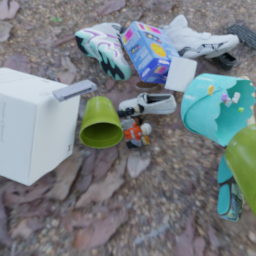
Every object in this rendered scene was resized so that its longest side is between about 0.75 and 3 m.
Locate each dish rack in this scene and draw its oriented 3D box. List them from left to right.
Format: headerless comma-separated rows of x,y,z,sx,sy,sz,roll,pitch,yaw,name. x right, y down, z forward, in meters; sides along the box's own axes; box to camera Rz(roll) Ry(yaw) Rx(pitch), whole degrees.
4.006,-3.291,10.715,2.452,0.669,1.880,-32,63,-16,dish rack

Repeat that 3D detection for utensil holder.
1.424,-1.402,7.519,0.712,0.712,0.838,14,100,9,utensil holder

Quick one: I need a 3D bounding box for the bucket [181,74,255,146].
2.308,-0.519,7.275,1.815,1.815,1.181,-39,40,-22,bucket

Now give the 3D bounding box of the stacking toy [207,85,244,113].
2.163,-0.622,6.158,0.646,0.857,0.201,26,87,37,stacking toy

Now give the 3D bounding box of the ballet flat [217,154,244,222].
2.814,1.594,7.590,0.747,0.747,2.011,14,54,9,ballet flat

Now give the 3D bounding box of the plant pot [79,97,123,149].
-0.817,-0.236,8.161,1.236,1.236,1.191,-6,52,-4,plant pot

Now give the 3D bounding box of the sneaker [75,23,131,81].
-0.379,-3.092,10.330,2.055,1.142,2.937,-36,64,-20,sneaker

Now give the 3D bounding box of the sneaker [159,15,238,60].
2.329,-3.139,9.651,2.635,0.990,1.514,-12,88,14,sneaker

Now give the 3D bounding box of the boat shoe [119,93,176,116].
0.546,-0.782,8.734,1.849,0.607,0.665,4,47,24,boat shoe

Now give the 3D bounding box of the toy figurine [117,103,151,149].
0.216,-0.028,8.327,0.794,1.124,1.142,-17,59,-5,toy figurine

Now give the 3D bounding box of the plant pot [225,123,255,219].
3.336,0.984,6.209,2.269,2.269,2.185,-13,29,-9,plant pot

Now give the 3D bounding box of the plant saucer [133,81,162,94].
0.631,-1.374,9.236,0.978,0.168,0.978,-3,29,2,plant saucer

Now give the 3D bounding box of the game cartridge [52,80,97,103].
-1.180,-0.813,6.132,0.867,0.166,0.562,-23,26,-19,game cartridge

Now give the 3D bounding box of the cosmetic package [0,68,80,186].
-2.917,-0.193,7.308,2.516,2.093,2.106,17,21,12,cosmetic package

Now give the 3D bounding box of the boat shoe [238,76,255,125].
3.452,-0.621,8.841,0.831,0.917,2.574,7,58,4,boat shoe

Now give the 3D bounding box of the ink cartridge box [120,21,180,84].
0.862,-2.117,8.551,1.423,0.796,2.086,-3,61,-42,ink cartridge box
